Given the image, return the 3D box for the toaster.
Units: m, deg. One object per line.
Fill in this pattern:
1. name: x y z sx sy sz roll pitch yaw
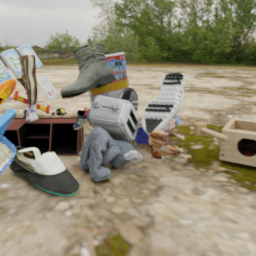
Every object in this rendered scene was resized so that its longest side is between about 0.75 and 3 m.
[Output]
1. toaster: -0.385 -0.195 8.375 1.126 1.743 0.991 9 63 22

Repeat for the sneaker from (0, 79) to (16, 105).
1. sneaker: -3.625 -0.934 8.107 0.471 0.446 1.221 6 54 36

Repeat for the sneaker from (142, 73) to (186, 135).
1. sneaker: 1.255 -0.635 8.904 0.978 1.054 2.602 10 49 28

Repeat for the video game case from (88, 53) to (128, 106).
1. video game case: -0.670 -1.428 9.491 1.425 1.994 0.174 -15 21 -20

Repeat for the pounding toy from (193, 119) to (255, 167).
1. pounding toy: 3.208 0.507 8.605 2.453 1.122 2.155 10 19 29

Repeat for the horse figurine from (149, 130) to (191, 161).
1. horse figurine: 0.851 0.412 6.453 1.029 0.387 1.552 14 -20 28

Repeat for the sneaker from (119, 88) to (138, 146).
1. sneaker: -0.294 -0.434 9.794 0.786 2.096 1.210 -4 19 -30

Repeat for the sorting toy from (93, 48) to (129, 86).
1. sorting toy: -0.743 -1.746 9.909 1.392 2.472 0.337 -35 38 -12

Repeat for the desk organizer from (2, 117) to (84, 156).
1. desk organizer: -3.048 0.294 9.516 2.911 1.044 1.121 -1 19 -1

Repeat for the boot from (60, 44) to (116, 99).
1. boot: -1.392 -1.741 8.498 2.017 1.317 0.683 -29 7 -35

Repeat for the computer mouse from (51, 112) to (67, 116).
1. computer mouse: -3.593 -0.786 14.502 0.796 0.183 0.559 1 16 3

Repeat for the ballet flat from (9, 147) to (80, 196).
1. ballet flat: -2.322 1.030 7.341 2.526 0.864 0.859 11 21 32

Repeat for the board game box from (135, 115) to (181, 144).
1. board game box: 0.938 -0.065 9.978 1.413 0.684 1.126 -34 13 -24

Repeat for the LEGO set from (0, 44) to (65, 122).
1. LEGO set: -3.268 -1.480 9.776 0.710 2.893 2.161 -22 16 33

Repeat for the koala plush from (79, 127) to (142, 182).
1. koala plush: -0.437 0.699 8.000 1.488 1.367 1.319 6 10 -30

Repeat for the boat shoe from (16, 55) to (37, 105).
1. boat shoe: -3.287 -1.542 9.054 0.599 1.620 0.598 -2 -2 -12

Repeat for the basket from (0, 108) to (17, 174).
1. basket: -2.984 0.497 5.587 1.220 1.755 1.547 42 28 -12

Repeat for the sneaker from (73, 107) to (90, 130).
1. sneaker: -1.506 -0.323 8.797 0.413 0.978 0.366 33 33 -29
